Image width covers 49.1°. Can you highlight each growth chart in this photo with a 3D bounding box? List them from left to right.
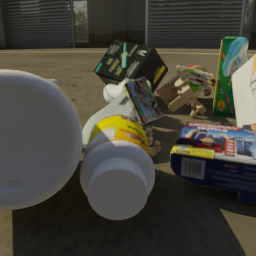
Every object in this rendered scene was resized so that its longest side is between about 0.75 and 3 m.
[{"bbox_3d":[2.475,-1.783,11.047,1.593,0.195,2.202,13,-15,0],"label":"growth chart"}]

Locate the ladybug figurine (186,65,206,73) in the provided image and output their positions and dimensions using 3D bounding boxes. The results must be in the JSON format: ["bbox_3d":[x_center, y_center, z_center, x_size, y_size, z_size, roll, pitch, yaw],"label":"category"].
[{"bbox_3d":[2.632,-2.239,11.884,1.471,0.999,0.529,-22,56,-13],"label":"ladybug figurine"}]

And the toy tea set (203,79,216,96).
[{"bbox_3d":[3.494,-1.773,11.774,1.378,0.820,0.510,1,-20,37],"label":"toy tea set"}]

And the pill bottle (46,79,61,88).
[{"bbox_3d":[-3.477,-1.570,11.569,0.815,0.815,1.427,7,21,20],"label":"pill bottle"}]

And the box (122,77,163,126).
[{"bbox_3d":[0.285,-0.530,5.543,0.480,0.872,0.151,-23,-6,-20],"label":"box"}]

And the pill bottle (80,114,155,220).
[{"bbox_3d":[-0.182,0.581,4.876,1.181,1.181,2.163,-1,19,-2],"label":"pill bottle"}]

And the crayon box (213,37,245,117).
[{"bbox_3d":[3.493,-1.815,9.693,0.733,2.518,1.495,8,22,20],"label":"crayon box"}]

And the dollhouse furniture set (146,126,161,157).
[{"bbox_3d":[0.306,0.347,6.526,0.639,0.546,1.233,13,23,34],"label":"dollhouse furniture set"}]

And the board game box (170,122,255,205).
[{"bbox_3d":[2.318,0.528,5.656,2.506,0.773,2.504,8,20,19],"label":"board game box"}]

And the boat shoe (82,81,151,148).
[{"bbox_3d":[-0.125,-0.208,7.349,0.988,0.890,2.795,13,44,32],"label":"boat shoe"}]

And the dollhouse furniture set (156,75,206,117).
[{"bbox_3d":[1.839,-0.925,9.797,1.038,1.215,2.345,-38,14,13],"label":"dollhouse furniture set"}]

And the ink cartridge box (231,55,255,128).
[{"bbox_3d":[4.012,-0.973,6.913,1.820,1.788,2.473,-2,-11,-5],"label":"ink cartridge box"}]

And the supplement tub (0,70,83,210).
[{"bbox_3d":[-1.839,0.033,4.937,1.960,1.960,2.696,-4,8,-12],"label":"supplement tub"}]

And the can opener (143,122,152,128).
[{"bbox_3d":[0.276,-0.168,8.503,0.294,0.369,1.102,-36,26,-31],"label":"can opener"}]

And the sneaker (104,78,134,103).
[{"bbox_3d":[0.031,-1.222,9.862,1.086,1.053,2.975,0,21,-31],"label":"sneaker"}]

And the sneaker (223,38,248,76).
[{"bbox_3d":[3.137,-2.010,7.936,0.556,1.377,0.527,-2,63,0],"label":"sneaker"}]

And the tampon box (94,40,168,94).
[{"bbox_3d":[0.107,-2.368,11.574,2.310,1.731,1.459,26,-12,42],"label":"tampon box"}]
